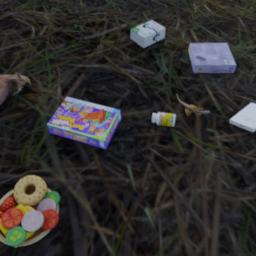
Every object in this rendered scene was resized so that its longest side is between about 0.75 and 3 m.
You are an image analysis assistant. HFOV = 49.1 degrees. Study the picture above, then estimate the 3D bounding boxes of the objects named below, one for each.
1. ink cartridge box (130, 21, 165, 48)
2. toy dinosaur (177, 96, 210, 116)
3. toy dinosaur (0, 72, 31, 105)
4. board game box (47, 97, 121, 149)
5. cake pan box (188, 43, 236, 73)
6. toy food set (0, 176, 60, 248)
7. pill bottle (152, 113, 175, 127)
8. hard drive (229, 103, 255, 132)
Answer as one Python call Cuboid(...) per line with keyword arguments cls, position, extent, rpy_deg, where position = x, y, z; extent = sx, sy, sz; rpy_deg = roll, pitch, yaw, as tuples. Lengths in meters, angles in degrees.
Cuboid(cls="ink cartridge box", position=(0.942, -4.479, 13.319), extent=(1.365, 0.567, 1.001), rpy_deg=(-32, 56, -25))
Cuboid(cls="toy dinosaur", position=(2.218, -0.707, 10.035), extent=(1.375, 0.415, 0.730), rpy_deg=(28, 22, 9))
Cuboid(cls="toy dinosaur", position=(-4.803, -1.379, 10.385), extent=(1.720, 1.089, 2.537), rpy_deg=(24, 62, -9))
Cuboid(cls="board game box", position=(-1.474, -0.209, 9.618), extent=(2.093, 0.469, 1.408), rpy_deg=(15, 53, 14))
Cuboid(cls="cake pan box", position=(3.636, -3.058, 12.167), extent=(1.809, 0.473, 1.666), rpy_deg=(-2, 51, -1))
Cuboid(cls="toy food set", position=(-2.735, 2.263, 7.543), extent=(1.796, 0.441, 1.814), rpy_deg=(35, 57, 26))
Cuboid(cls="pill bottle", position=(1.229, -0.301, 9.776), extent=(0.782, 0.441, 0.441), rpy_deg=(8, 49, 6))
Cuboid(cls="hard drive", position=(4.354, -0.389, 9.844), extent=(1.356, 0.181, 0.894), rpy_deg=(-33, 41, -27))
